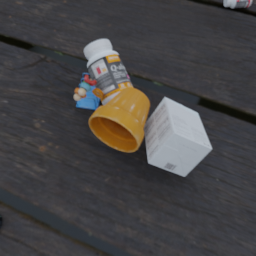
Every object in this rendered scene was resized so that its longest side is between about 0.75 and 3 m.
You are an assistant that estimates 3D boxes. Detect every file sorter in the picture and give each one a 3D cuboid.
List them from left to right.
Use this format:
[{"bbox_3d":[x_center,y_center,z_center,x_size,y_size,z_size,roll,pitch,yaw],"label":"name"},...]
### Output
[{"bbox_3d":[-1.722,-1.636,12.460,0.957,0.846,1.380,9,60,4],"label":"file sorter"}]

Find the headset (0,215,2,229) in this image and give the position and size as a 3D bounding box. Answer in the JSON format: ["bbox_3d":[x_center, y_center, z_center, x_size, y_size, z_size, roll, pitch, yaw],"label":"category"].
[{"bbox_3d":[-4.826,3.227,10.017,0.710,0.540,1.149,-2,75,2],"label":"headset"}]

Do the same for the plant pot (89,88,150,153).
[{"bbox_3d":[-0.127,-0.417,10.170,1.974,1.974,1.807,24,60,13],"label":"plant pot"}]

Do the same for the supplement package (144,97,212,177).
[{"bbox_3d":[1.659,0.310,10.026,1.567,1.556,2.065,23,34,-19],"label":"supplement package"}]

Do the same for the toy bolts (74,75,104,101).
[{"bbox_3d":[-1.541,-1.335,10.670,1.077,1.128,0.782,31,69,1],"label":"toy bolts"}]

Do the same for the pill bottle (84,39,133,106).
[{"bbox_3d":[-0.842,-2.287,11.719,1.467,1.467,2.521,-22,86,-12],"label":"pill bottle"}]

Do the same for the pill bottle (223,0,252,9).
[{"bbox_3d":[6.092,-7.085,15.615,1.372,0.760,0.760,-6,60,-3],"label":"pill bottle"}]
